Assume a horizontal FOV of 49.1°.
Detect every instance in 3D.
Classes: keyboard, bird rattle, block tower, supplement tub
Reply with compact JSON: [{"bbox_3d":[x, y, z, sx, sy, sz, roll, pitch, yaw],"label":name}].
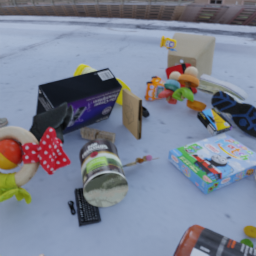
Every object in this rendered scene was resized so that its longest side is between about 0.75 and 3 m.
[{"bbox_3d":[-1.156,1.971,7.148,0.751,0.160,1.250,-8,30,-12],"label":"keyboard"},{"bbox_3d":[-2.678,0.783,6.707,1.894,2.324,1.309,41,9,10],"label":"bird rattle"},{"bbox_3d":[-1.031,0.268,9.760,1.251,0.338,0.362,13,18,18],"label":"block tower"},{"bbox_3d":[2.088,2.778,4.453,2.815,1.506,1.506,17,34,27],"label":"supplement tub"}]

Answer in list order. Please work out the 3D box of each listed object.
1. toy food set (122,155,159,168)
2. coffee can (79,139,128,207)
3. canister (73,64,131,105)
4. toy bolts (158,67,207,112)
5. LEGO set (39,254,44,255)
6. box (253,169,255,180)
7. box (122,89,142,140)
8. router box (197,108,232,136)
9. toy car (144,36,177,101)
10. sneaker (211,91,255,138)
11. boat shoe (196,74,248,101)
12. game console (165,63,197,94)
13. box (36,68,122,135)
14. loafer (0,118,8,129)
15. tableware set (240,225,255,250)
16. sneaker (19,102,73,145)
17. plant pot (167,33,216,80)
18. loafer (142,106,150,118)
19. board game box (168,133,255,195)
[{"bbox_3d":[0.336,0.960,8.278,1.154,0.182,0.734,-10,-7,-39],"label":"toy food set"},{"bbox_3d":[-0.692,1.162,7.496,1.126,1.126,1.538,-7,31,-11],"label":"coffee can"},{"bbox_3d":[-1.123,-1.882,12.313,2.189,0.948,1.626,26,-4,31],"label":"canister"},{"bbox_3d":[2.370,-1.639,11.609,1.837,1.334,1.924,24,-7,-36],"label":"toy bolts"},{"bbox_3d":[-2.067,2.906,5.494,0.472,0.382,1.026,35,26,-8],"label":"LEGO set"},{"bbox_3d":[3.883,1.019,7.705,0.333,1.106,0.645,18,24,6],"label":"box"},{"bbox_3d":[0.113,-0.532,9.889,0.183,1.406,1.720,-6,22,-17],"label":"box"},{"bbox_3d":[2.972,-0.227,9.692,0.758,0.260,1.016,-16,48,-16],"label":"router box"},{"bbox_3d":[1.550,-2.635,12.620,0.981,2.948,1.446,17,15,16],"label":"toy car"},{"bbox_3d":[4.363,-0.555,10.605,0.994,0.977,2.580,9,33,-42],"label":"sneaker"},{"bbox_3d":[4.047,-1.602,12.249,0.874,0.753,2.427,29,4,-45],"label":"boat shoe"},{"bbox_3d":[2.521,-2.207,13.152,0.869,1.465,1.262,-12,3,34],"label":"game console"},{"bbox_3d":[-1.780,-0.858,9.987,2.730,1.927,1.077,-23,69,-33],"label":"box"},{"bbox_3d":[-5.176,-0.114,10.366,0.535,0.468,1.487,25,38,35],"label":"loafer"},{"bbox_3d":[3.049,2.434,6.370,0.790,0.180,1.172,18,36,32],"label":"tableware set"},{"bbox_3d":[-2.639,0.114,8.371,2.222,0.667,1.159,-19,69,14],"label":"sneaker"},{"bbox_3d":[3.063,-3.401,14.513,2.213,2.216,1.962,15,44,24],"label":"plant pot"},{"bbox_3d":[0.504,-0.773,11.342,0.372,0.384,1.095,-29,37,-17],"label":"loafer"},{"bbox_3d":[2.678,0.981,8.539,2.317,0.424,1.753,-14,33,-25],"label":"board game box"}]
